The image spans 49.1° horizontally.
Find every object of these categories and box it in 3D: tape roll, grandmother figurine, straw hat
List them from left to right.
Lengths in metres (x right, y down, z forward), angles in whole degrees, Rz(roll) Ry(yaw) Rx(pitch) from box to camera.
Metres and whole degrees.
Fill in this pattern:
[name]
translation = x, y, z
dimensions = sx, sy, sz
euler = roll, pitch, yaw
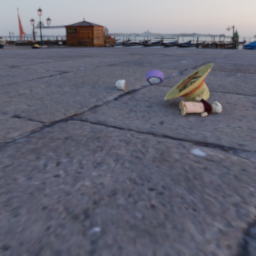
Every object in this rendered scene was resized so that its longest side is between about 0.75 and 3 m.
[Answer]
[tape roll]
translation = 1.255, -2.367, 13.185
dimensions = 0.779, 0.331, 0.779
euler = 6, -19, 2
[straw hat]
translation = 3.021, -1.648, 12.661
dimensions = 2.804, 1.187, 2.804
euler = -37, 9, 7
[grandmother figurine]
translation = 3.044, -0.852, 11.646
dimensions = 1.771, 0.536, 1.074
euler = 1, 61, -12

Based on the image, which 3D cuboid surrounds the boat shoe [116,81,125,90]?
[boat shoe]
translation = -0.439, -2.464, 16.170
dimensions = 0.543, 0.555, 1.567
euler = -2, 11, -3
